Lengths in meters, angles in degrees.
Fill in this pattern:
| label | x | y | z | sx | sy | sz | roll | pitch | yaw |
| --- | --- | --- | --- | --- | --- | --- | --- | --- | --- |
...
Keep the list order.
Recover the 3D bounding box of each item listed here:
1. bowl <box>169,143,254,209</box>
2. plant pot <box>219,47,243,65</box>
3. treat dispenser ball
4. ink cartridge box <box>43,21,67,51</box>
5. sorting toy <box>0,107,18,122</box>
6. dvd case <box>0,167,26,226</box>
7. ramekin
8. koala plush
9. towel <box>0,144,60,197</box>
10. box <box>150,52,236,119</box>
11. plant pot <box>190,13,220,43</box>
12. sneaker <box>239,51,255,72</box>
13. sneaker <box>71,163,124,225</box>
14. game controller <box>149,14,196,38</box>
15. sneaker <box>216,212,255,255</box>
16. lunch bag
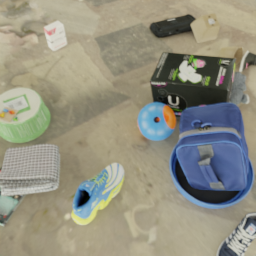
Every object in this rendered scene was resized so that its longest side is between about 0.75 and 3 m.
| label | x | y | z | sx | sy | sz | roll | pitch | yaw |
| --- | --- | --- | --- | --- | --- | --- | --- | --- | --- |
| bowl | 2.880 | 1.475 | 9.900 | 2.876 | 0.565 | 2.876 | 0 | 54 | 0 |
| plant pot | 4.882 | -3.548 | 13.447 | 0.850 | 0.850 | 0.907 | -37 | 44 | -23 |
| treat dispenser ball | 1.072 | -0.239 | 10.590 | 1.443 | 1.443 | 1.443 | 0 | 54 | 0 |
| ink cartridge box | -3.577 | -4.532 | 13.844 | 0.865 | 1.188 | 0.504 | -36 | 62 | -23 |
| sorting toy | -4.328 | -0.480 | 10.293 | 0.848 | 0.125 | 0.627 | 17 | 52 | 12 |
| dvd case | -4.228 | 2.203 | 9.596 | 1.385 | 0.209 | 1.897 | 19 | 55 | 13 |
| ramekin | -4.264 | -0.575 | 11.072 | 2.134 | 1.042 | 2.134 | 0 | 54 | 0 |
| koala plush | 4.505 | -1.563 | 11.838 | 1.152 | 1.193 | 1.299 | 1 | 71 | 10 |
| towel | -3.333 | 1.353 | 9.526 | 1.933 | 0.827 | 1.601 | -4 | 46 | -9 |
| box | 2.512 | -1.512 | 10.866 | 2.795 | 2.076 | 1.737 | 11 | 56 | 21 |
| plant pot | 3.994 | -5.147 | 14.187 | 1.111 | 0.985 | 1.113 | -16 | 80 | -11 |
| sneaker | 5.759 | -3.080 | 13.196 | 0.742 | 0.529 | 1.497 | 23 | 53 | 22 |
| sneaker | -0.923 | 1.956 | 9.094 | 0.934 | 1.295 | 2.466 | 25 | 59 | 17 |
| game controller | 2.513 | -5.481 | 15.037 | 2.661 | 0.560 | 1.388 | -17 | 41 | -12 |
| sneaker | 3.338 | 3.310 | 8.241 | 0.706 | 1.092 | 2.013 | 37 | 62 | 24 |
| lunch bag | 2.674 | 0.709 | 8.779 | 1.953 | 2.875 | 1.902 | -8 | 46 | 25 |
